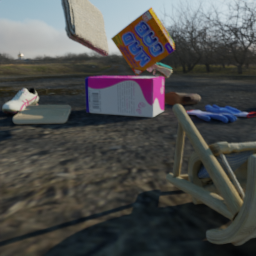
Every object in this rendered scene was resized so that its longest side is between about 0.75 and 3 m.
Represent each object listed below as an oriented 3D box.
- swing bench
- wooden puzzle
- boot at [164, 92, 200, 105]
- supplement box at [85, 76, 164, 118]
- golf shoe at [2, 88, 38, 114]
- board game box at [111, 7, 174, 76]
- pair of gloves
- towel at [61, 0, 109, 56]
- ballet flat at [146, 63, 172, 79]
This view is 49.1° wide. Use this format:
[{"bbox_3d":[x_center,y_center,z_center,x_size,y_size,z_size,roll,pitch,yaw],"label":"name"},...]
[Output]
[{"bbox_3d":[1.890,0.537,3.664,2.155,1.405,2.166,-2,19,-11],"label":"swing bench"},{"bbox_3d":[-3.001,-0.451,10.064,1.773,0.357,1.916,-1,18,-7],"label":"wooden puzzle"},{"bbox_3d":[2.628,-1.409,13.682,1.749,0.614,1.279,8,9,29],"label":"boot"},{"bbox_3d":[-0.113,-1.309,11.142,2.839,1.437,1.467,6,15,24],"label":"supplement box"},{"bbox_3d":[-4.383,-1.096,11.344,0.762,0.966,2.098,3,15,10],"label":"golf shoe"},{"bbox_3d":[0.531,-2.859,9.190,1.440,1.441,1.440,-31,18,21],"label":"board game box"},{"bbox_3d":[3.457,-0.572,10.592,2.517,0.287,2.024,-10,16,-38],"label":"pair of gloves"},{"bbox_3d":[-1.606,-3.959,10.686,0.500,1.924,2.903,-11,-5,21],"label":"towel"},{"bbox_3d":[1.192,-2.693,12.508,1.922,0.668,0.668,16,2,-36],"label":"ballet flat"}]
